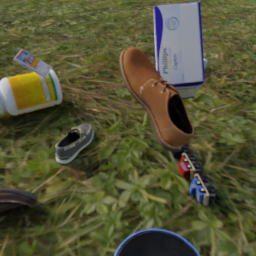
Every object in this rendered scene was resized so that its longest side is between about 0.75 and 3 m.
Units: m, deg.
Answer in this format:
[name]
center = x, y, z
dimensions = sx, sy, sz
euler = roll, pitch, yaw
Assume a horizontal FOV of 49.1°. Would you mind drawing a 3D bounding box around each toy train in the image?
[toy train]
center = 1.951, 1.265, 8.973
dimensions = 0.685, 0.510, 2.992
euler = -10, 36, -8

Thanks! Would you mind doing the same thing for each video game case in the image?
[video game case]
center = -3.719, -2.525, 11.027
dimensions = 1.320, 0.115, 0.944
euler = 31, 31, -20

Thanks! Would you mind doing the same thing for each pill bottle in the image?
[pill bottle]
center = -4.407, -1.443, 11.863
dimensions = 2.825, 1.593, 1.593
euler = -18, 39, -23

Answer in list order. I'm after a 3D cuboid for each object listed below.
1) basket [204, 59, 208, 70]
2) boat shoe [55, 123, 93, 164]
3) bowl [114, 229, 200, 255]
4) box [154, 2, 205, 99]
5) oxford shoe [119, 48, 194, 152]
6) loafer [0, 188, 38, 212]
[basket]
center = 3.815, -3.661, 15.663
dimensions = 1.094, 0.761, 0.965
euler = 11, 30, -20
[boat shoe]
center = -1.880, 0.392, 10.085
dimensions = 0.764, 0.639, 2.137
euler = 13, 37, 18
[bowl]
center = 0.665, 3.261, 6.201
dimensions = 2.233, 0.438, 2.233
euler = 0, 36, 0
[box]
center = 1.540, -2.247, 8.960
dimensions = 1.345, 2.358, 2.564
euler = -3, -4, 6
[oxford shoe]
center = 0.730, -0.858, 6.565
dimensions = 0.988, 0.987, 2.769
euler = -25, 79, -28
[loafer]
center = -3.601, 2.068, 7.809
dimensions = 2.129, 0.777, 0.756
euler = 3, 72, 1
